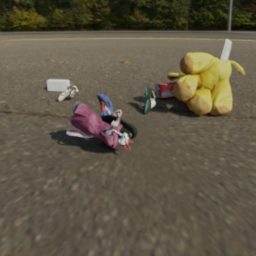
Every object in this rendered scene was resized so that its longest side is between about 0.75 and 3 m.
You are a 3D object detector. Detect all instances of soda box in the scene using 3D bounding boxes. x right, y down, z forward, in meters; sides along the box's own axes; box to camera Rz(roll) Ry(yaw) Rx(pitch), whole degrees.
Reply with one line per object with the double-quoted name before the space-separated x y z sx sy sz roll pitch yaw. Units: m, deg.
"soda box" 2.132 -1.770 12.680 1.834 0.642 0.581 -12 10 -24

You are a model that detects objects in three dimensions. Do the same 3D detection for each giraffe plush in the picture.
"giraffe plush" 2.730 -1.843 11.100 2.545 2.950 2.392 36 -14 -14

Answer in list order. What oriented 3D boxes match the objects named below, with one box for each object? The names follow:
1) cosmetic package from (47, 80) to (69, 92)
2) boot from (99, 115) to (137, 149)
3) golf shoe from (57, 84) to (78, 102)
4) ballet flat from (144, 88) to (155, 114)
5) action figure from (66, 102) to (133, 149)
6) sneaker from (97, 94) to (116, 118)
"cosmetic package" -3.418 -2.087 13.760 1.021 0.518 0.364 4 22 8
"boot" -0.576 0.077 8.400 1.478 0.556 1.105 18 29 37
"golf shoe" -2.612 -1.439 12.031 0.432 0.981 0.379 46 0 7
"ballet flat" 0.838 -1.053 10.694 0.388 0.385 1.133 5 67 -5
"action figure" -0.725 0.108 7.286 1.818 1.354 1.218 35 16 10
"sneaker" -0.743 -0.566 9.267 0.477 1.216 0.458 -29 7 -26
